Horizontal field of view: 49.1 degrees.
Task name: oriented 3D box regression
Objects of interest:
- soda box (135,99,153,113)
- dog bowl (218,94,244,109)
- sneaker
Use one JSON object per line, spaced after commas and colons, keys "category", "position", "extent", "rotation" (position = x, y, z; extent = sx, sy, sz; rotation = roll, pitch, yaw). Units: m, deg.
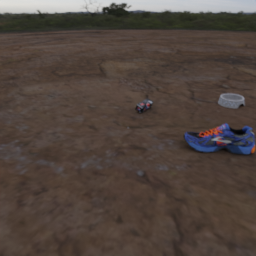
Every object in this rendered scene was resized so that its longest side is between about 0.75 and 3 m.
{"category": "soda box", "position": [0.743, -1.013, 12.774], "extent": [0.352, 0.315, 0.994], "rotation": [33, 36, 19]}
{"category": "dog bowl", "position": [5.004, -1.325, 13.539], "extent": [1.240, 0.364, 1.240], "rotation": [0, 26, 0]}
{"category": "sneaker", "position": [3.075, 0.274, 9.470], "extent": [2.378, 0.933, 0.896], "rotation": [2, 24, 4]}
